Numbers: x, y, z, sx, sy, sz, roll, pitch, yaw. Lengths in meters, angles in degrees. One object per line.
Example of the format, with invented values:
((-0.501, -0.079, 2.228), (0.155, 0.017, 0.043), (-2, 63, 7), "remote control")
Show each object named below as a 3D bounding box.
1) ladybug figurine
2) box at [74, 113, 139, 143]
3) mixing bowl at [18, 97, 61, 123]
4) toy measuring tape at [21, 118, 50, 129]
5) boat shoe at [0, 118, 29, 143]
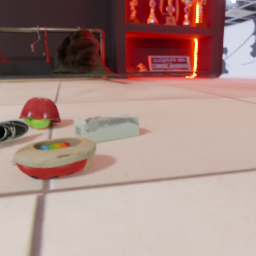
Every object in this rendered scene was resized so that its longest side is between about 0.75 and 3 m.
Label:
((-1.626, 0.685, 6.346), (1.907, 0.686, 1.294), (-7, 16, -28), "ladybug figurine")
((-0.680, -0.007, 9.148), (2.040, 0.697, 0.838), (-9, 17, -34), "box")
((-3.332, -0.683, 10.667), (1.569, 0.850, 1.569), (2, -4, 0), "mixing bowl")
((-3.546, -0.172, 10.118), (2.021, 0.743, 0.743), (-25, 25, -29), "toy measuring tape")
((-3.771, 0.147, 8.433), (0.637, 0.708, 2.002), (19, 16, 31), "boat shoe")
